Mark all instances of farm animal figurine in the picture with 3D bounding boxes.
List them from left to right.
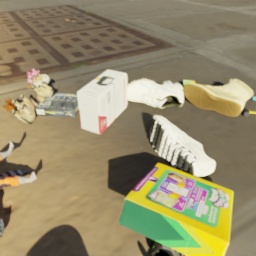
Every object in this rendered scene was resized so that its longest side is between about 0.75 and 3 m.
[{"bbox_3d":[-3.990,-1.275,11.825,1.776,1.106,2.199,24,74,41],"label":"farm animal figurine"}]

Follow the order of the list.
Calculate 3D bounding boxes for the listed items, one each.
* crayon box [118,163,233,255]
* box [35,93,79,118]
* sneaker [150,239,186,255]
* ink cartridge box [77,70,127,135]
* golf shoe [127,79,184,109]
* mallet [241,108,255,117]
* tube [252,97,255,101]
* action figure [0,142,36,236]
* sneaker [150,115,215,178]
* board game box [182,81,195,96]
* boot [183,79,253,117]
[{"bbox_3d":[1.335,1.944,6.943,2.260,0.764,2.619,20,17,18],"label":"crayon box"},{"bbox_3d":[-2.980,-1.017,12.272,1.725,0.440,1.360,4,36,6],"label":"box"},{"bbox_3d":[0.790,2.751,6.804,0.704,0.603,1.700,-12,39,-28],"label":"sneaker"},{"bbox_3d":[-0.962,-1.102,11.317,0.957,1.685,2.312,15,37,21],"label":"ink cartridge box"},{"bbox_3d":[1.113,-1.414,12.373,2.795,1.094,1.359,-2,41,-2],"label":"golf shoe"},{"bbox_3d":[5.479,-0.598,11.897,1.265,0.260,0.416,9,36,6],"label":"mallet"},{"bbox_3d":[6.232,-1.289,12.886,0.930,0.234,0.360,11,23,22],"label":"tube"},{"bbox_3d":[-3.931,1.897,7.877,2.607,1.410,2.695,-32,73,-28],"label":"action figure"},{"bbox_3d":[1.731,0.617,9.562,1.216,1.127,3.000,-9,42,-26],"label":"sneaker"},{"bbox_3d":[2.999,-1.946,13.725,0.590,0.277,1.161,4,35,5],"label":"board game box"},{"bbox_3d":[4.073,-1.619,12.653,2.695,0.981,2.095,24,42,28],"label":"boot"}]
